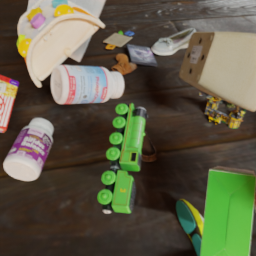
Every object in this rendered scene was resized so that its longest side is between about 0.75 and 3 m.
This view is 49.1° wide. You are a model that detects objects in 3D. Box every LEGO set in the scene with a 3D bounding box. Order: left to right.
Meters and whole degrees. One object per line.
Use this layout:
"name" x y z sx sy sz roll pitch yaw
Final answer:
"LEGO set" 3.535 -1.089 9.493 2.089 1.210 1.606 -35 54 -30

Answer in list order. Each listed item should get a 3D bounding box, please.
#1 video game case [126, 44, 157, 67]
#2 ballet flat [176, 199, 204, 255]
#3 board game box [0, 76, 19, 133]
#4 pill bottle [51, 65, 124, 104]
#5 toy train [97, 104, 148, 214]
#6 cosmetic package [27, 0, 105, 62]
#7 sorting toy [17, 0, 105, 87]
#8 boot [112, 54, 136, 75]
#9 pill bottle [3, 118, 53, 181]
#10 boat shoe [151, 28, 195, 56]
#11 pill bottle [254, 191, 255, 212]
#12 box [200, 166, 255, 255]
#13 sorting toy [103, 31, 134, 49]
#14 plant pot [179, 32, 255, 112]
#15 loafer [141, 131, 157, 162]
"video game case" 0.559 -3.155 12.131 1.126 0.150 1.577 5 39 -15
"ballet flat" 1.651 2.406 6.512 0.547 0.545 1.632 3 43 -28
"board game box" -3.507 -0.696 7.115 1.067 0.326 1.408 19 65 -31
"pill bottle" -1.020 -1.106 7.233 1.737 0.945 0.945 -6 41 -33
"toy train" -0.047 0.446 4.913 0.604 0.447 2.141 2 58 12
"cosmetic package" -1.856 -3.428 8.177 1.942 2.576 0.665 24 48 -13
"sorting toy" -2.087 -2.550 7.034 2.235 1.194 2.012 -41 52 6
"boot" -0.345 -2.620 11.610 0.913 0.435 1.180 -33 53 -29
"pill bottle" -2.741 0.554 7.992 0.972 0.972 1.731 5 46 5
"boat shoe" 2.069 -3.916 12.703 2.333 0.748 0.860 -20 48 -19
"pill bottle" 2.564 0.858 3.644 1.299 2.309 1.299 -4 64 9
"box" 1.662 1.425 4.652 0.711 1.297 1.470 5 86 24
"sorting toy" -0.495 -4.098 13.259 1.084 0.262 1.925 20 47 25
"plant pot" 2.342 -1.590 7.064 1.568 1.771 1.769 10 15 -17
"loafer" 0.387 0.401 8.460 0.548 0.533 1.501 -19 47 -18
